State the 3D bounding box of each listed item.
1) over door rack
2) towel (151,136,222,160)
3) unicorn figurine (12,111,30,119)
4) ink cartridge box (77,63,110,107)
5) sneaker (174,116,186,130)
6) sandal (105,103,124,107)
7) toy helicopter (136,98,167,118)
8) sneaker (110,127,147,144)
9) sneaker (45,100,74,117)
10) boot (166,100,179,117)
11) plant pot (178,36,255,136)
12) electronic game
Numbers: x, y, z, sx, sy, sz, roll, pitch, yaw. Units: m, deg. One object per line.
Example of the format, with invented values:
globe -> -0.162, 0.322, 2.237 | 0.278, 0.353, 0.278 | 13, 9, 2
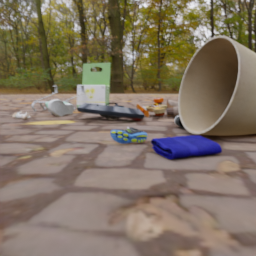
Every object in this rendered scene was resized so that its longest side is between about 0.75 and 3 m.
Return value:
over door rack -> -3.782, -1.531, 15.656 | 2.012, 0.907, 2.723 | 2, 30, 15
towel -> 1.166, 0.412, 5.693 | 1.198, 0.297, 0.885 | -3, 16, -22
unicorn figurine -> -4.407, -0.510, 11.753 | 0.944, 0.349, 0.648 | -13, 17, 10
ink cartridge box -> -2.071, -2.504, 16.721 | 1.993, 2.738, 0.657 | 4, 6, 24
sneaker -> 2.242, -0.199, 9.020 | 1.481, 0.524, 0.734 | -4, 10, 10
sandal -> -0.872, -1.061, 14.659 | 0.876, 0.493, 2.304 | 4, 9, 26
toy helicopter -> 1.102, -0.826, 12.300 | 1.298, 0.774, 1.963 | -6, 10, -6
sneaker -> 0.000, 0.175, 6.700 | 0.914, 0.324, 0.379 | 2, 21, -21
sneaker -> -3.467, -0.936, 12.929 | 1.189, 0.742, 2.017 | 8, 0, 14
boot -> 2.454, -0.839, 12.391 | 1.505, 0.723, 2.058 | -1, 18, 8
plant pot -> 3.285, -0.852, 7.817 | 2.789, 2.612, 2.612 | 12, 5, -18
electronic game -> -0.693, -0.621, 11.380 | 2.726, 0.567, 2.726 | 6, 3, 0
